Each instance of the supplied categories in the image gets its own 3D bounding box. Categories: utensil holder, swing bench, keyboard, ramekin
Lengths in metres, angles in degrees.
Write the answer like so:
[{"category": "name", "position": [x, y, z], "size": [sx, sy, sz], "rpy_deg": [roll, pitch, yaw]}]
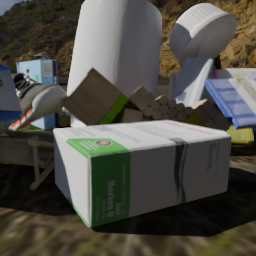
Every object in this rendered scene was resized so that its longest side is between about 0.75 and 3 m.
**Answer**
[{"category": "utensil holder", "position": [-0.312, -1.575, 7.118], "size": [2.290, 2.695, 2.290], "rpy_deg": [6, -9, 1]}, {"category": "swing bench", "position": [-1.431, 0.349, 3.886], "size": [0.960, 0.626, 0.965], "rpy_deg": [2, 11, 18]}, {"category": "keyboard", "position": [1.256, -0.657, 6.059], "size": [0.657, 2.333, 0.124], "rpy_deg": [9, -29, 29]}, {"category": "ramekin", "position": [1.819, -2.339, 7.147], "size": [1.709, 1.709, 0.796], "rpy_deg": [-10, 56, -44]}]

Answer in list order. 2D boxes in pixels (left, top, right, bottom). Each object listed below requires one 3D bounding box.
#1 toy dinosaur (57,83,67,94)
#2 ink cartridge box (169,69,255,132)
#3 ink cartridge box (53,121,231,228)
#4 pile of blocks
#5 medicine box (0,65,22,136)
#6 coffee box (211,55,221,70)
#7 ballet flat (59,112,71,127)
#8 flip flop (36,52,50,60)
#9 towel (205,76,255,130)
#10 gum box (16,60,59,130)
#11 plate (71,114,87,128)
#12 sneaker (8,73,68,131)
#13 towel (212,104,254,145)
[{"category": "toy dinosaur", "position": [-2.292, -0.958, 9.152], "size": [0.680, 1.195, 2.251], "rpy_deg": [-2, 30, 16]}, {"category": "ink cartridge box", "position": [2.152, -0.716, 7.190], "size": [2.292, 1.473, 1.435], "rpy_deg": [2, 7, 14]}, {"category": "ink cartridge box", "position": [0.134, 0.387, 3.319], "size": [1.739, 0.731, 1.269], "rpy_deg": [-5, 12, -27]}, {"category": "pile of blocks", "position": [0.299, -0.162, 5.149], "size": [2.872, 1.179, 0.892], "rpy_deg": [14, -2, -5]}, {"category": "medicine box", "position": [-2.529, -0.179, 3.717], "size": [1.610, 0.829, 1.467], "rpy_deg": [-33, -20, 33]}, {"category": "coffee box", "position": [2.561, -1.418, 8.765], "size": [0.789, 1.979, 1.132], "rpy_deg": [-10, 44, 19]}, {"category": "ballet flat", "position": [-1.559, -0.386, 8.079], "size": [0.444, 0.408, 1.293], "rpy_deg": [32, 25, 5]}, {"category": "flip flop", "position": [-2.427, -2.047, 8.116], "size": [0.394, 0.280, 0.972], "rpy_deg": [30, -1, -17]}, {"category": "towel", "position": [2.798, -0.537, 5.497], "size": [2.232, 0.266, 1.639], "rpy_deg": [-4, 40, -8]}, {"category": "gum box", "position": [-2.616, -0.988, 7.983], "size": [0.466, 1.776, 2.091], "rpy_deg": [-8, 14, -36]}, {"category": "plate", "position": [-1.130, -0.386, 6.667], "size": [0.135, 0.831, 0.833], "rpy_deg": [-1, 10, -35]}, {"category": "sneaker", "position": [-2.025, -0.569, 5.322], "size": [0.963, 1.024, 2.500], "rpy_deg": [-31, 12, -35]}, {"category": "towel", "position": [1.890, -0.103, 6.100], "size": [1.593, 0.181, 1.144], "rpy_deg": [3, 47, 14]}]
